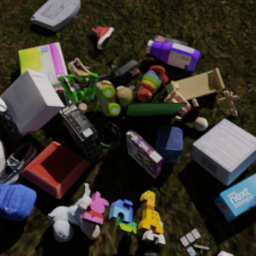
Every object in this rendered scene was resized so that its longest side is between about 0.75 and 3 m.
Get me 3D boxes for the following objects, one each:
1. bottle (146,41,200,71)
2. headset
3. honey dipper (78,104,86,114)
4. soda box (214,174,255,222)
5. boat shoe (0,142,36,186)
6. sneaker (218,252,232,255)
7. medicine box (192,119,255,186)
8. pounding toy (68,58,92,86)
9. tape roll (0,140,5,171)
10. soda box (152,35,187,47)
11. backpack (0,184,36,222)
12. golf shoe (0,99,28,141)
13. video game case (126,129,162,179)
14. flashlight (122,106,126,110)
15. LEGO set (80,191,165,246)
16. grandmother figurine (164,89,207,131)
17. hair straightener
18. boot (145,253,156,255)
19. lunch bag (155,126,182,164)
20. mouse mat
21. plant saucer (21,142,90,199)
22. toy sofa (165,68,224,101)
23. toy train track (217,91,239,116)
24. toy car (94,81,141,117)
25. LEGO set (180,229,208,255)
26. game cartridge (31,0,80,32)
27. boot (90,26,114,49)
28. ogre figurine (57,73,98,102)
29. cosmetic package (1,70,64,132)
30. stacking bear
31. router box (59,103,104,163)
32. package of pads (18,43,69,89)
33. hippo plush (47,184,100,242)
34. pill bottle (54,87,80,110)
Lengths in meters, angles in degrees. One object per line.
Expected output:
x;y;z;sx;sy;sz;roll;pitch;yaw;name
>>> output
2.053;-3.438;13.070;2.404;1.004;0.785;20;58;9;bottle
-0.929;0.097;11.109;1.007;0.766;1.630;-30;60;-20;headset
-1.887;-0.502;11.079;0.292;1.538;0.292;6;67;-14;honey dipper
4.380;2.236;9.808;2.553;0.819;0.866;-24;62;-13;soda box
-4.227;1.342;10.437;0.698;0.659;1.945;30;63;17;boat shoe
2.783;4.649;8.531;0.991;0.630;1.738;26;54;21;sneaker
3.628;0.852;10.356;1.853;0.954;1.688;-34;51;-19;medicine box
-2.092;-2.723;12.756;1.573;0.900;0.903;38;66;20;pounding toy
-6.217;1.200;10.586;3.008;0.550;3.008;0;58;-1;tape roll
1.993;-4.008;13.755;1.630;0.516;0.577;19;61;12;soda box
-3.945;2.465;9.268;1.479;1.241;1.202;-2;63;24;backpack
-4.743;-0.493;11.517;1.026;0.844;2.172;-30;74;-21;golf shoe
0.555;0.976;10.069;0.301;1.680;1.523;-40;67;-17;video game case
-0.182;-1.028;12.047;1.090;0.370;0.369;34;49;19;flashlight
0.198;2.565;8.701;2.969;1.132;1.218;27;47;-23;LEGO set
2.389;-0.628;11.390;2.004;1.215;0.607;41;47;-2;grandmother figurine
-0.719;-2.379;12.496;2.663;1.025;0.545;-28;47;-13;hair straightener
0.843;4.388;8.861;0.645;0.257;0.782;3;55;0;boot
1.530;0.723;10.624;0.936;0.911;1.378;9;45;4;lunch bag
0.961;-0.704;10.659;2.102;2.612;0.098;-1;83;-2;mouse mat
-2.656;1.398;10.290;1.855;0.341;1.859;26;51;19;plant saucer
2.860;-1.727;12.251;2.310;1.127;0.957;-18;85;-11;toy sofa
4.203;-1.038;11.498;0.830;1.447;0.235;-8;48;32;toy train track
-0.358;-1.410;11.437;1.833;1.446;1.506;-25;21;-18;toy car
2.224;3.895;9.243;0.630;0.207;0.843;-32;61;-5;LEGO set
-3.793;-6.262;15.158;1.715;0.521;2.573;23;62;17;game cartridge
-1.505;-4.576;14.094;1.141;0.573;1.581;17;52;11;boot
-1.962;-1.579;11.014;1.742;1.044;0.854;-3;15;5;ogre figurine
-3.637;-0.985;10.667;1.656;1.021;1.661;-37;76;20;cosmetic package
0.942;-1.833;12.279;0.893;0.953;1.570;20;68;31;stacking bear
-1.662;0.236;10.314;0.628;2.021;1.515;-35;66;-16;router box
-3.837;-2.563;12.662;2.006;0.885;2.596;-16;60;-9;package of pads
-1.828;2.842;9.067;1.482;1.468;1.843;-14;60;-9;hippo plush
-2.921;-1.205;11.797;1.717;0.951;0.951;-15;60;-8;pill bottle
